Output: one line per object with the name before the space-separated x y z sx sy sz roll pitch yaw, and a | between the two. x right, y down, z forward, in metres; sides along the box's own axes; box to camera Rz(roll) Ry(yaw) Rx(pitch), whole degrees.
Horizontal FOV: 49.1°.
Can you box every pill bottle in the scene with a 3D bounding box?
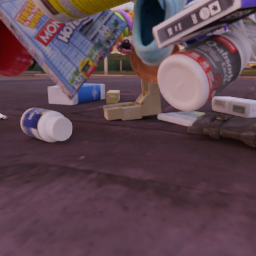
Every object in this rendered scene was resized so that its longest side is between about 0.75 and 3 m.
pill bottle | 1.171 -0.899 4.157 1.420 0.822 0.822 -35 31 -33
pill bottle | -0.176 -2.681 4.201 2.768 1.512 1.512 -7 8 27
pill bottle | -2.017 -0.068 6.984 1.375 0.764 0.764 11 17 42

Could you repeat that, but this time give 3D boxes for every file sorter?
file sorter | 2.810 -2.567 6.545 2.889 1.799 2.005 -13 22 38

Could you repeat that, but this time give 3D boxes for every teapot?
teapot | 3.792 -2.669 8.870 1.541 1.561 1.140 28 66 21

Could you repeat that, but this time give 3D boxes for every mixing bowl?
mixing bowl | -3.605 -2.503 7.269 1.233 2.276 2.276 6 13 19

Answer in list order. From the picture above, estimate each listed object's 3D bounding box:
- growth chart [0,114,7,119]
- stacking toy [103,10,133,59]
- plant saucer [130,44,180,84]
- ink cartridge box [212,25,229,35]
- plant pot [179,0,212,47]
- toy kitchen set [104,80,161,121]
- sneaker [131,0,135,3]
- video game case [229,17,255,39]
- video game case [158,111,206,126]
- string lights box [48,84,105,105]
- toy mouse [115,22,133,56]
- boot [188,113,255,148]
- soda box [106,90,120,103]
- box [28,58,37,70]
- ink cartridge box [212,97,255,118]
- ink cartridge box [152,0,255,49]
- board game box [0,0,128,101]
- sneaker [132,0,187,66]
growth chart | -5.129 -0.323 9.664 1.241 0.152 1.715 10 15 42
stacking toy | -0.333 -3.544 9.713 2.292 1.330 1.258 -35 11 -11
plant saucer | 0.678 -1.699 6.808 1.260 1.260 0.236 4 26 17
ink cartridge box | 3.359 -3.890 9.081 0.442 2.037 2.018 43 19 13
plant pot | 2.132 -4.016 9.972 1.784 1.604 1.783 25 7 -27
toy kitchen set | -0.005 -1.287 10.243 1.910 1.723 1.558 -8 13 -12
sneaker | 0.755 -3.073 7.108 0.884 0.857 2.421 -9 -4 42
video game case | 2.805 -2.426 6.675 0.873 0.110 1.219 -1 43 -18
video game case | 2.166 -0.328 9.557 1.606 0.202 1.765 -7 13 -29
string lights box | -2.649 -1.867 14.949 1.535 0.881 2.987 6 14 27
toy mouse | 0.395 -3.522 11.649 2.489 0.482 2.212 -31 63 -12
boot | 2.976 -0.133 7.174 2.397 0.830 2.086 -13 19 -39
soda box | -0.775 -1.666 14.851 0.577 0.545 1.704 0 13 2
box | -2.684 -3.153 9.345 0.491 1.698 2.136 34 42 -15
ink cartridge box | 5.088 -0.915 11.313 2.591 0.739 2.106 -9 14 -19
ink cartridge box | 1.352 -1.552 3.563 1.574 0.341 1.559 -15 10 47
board game box | -1.440 -2.157 5.924 2.246 2.247 0.693 37 -14 -13
sneaker | 0.684 -2.710 5.553 1.048 2.835 1.161 7 5 14
